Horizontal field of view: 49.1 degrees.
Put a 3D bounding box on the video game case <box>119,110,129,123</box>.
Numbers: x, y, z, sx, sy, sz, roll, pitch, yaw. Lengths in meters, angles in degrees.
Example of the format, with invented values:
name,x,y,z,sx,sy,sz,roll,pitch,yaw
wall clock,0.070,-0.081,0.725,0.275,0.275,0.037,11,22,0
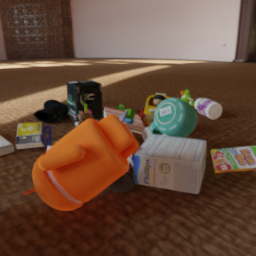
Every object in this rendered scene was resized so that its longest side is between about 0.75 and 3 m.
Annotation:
name,x,y,z,sx,sy,sz,roll,pitch,yaw
video game case,-0.450,0.003,11.641,0.133,0.999,1.399,33,52,-10

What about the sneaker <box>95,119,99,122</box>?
name,x,y,z,sx,sy,sz,roll,pitch,yaw
sneaker,-1.411,-0.037,12.837,0.491,0.668,1.477,-17,25,-31

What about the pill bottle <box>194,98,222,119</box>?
name,x,y,z,sx,sy,sz,roll,pitch,yaw
pill bottle,4.373,-1.123,15.552,0.933,0.933,1.662,-5,19,-14

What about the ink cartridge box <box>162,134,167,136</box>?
name,x,y,z,sx,sy,sz,roll,pitch,yaw
ink cartridge box,1.566,0.485,11.208,0.794,0.456,1.093,-30,2,34

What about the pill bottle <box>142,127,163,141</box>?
name,x,y,z,sx,sy,sz,roll,pitch,yaw
pill bottle,1.227,0.214,12.170,1.179,0.653,0.653,-11,22,-32

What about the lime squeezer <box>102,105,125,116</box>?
name,x,y,z,sx,sy,sz,roll,pitch,yaw
lime squeezer,-0.752,-1.058,16.087,0.884,0.472,2.503,10,23,27

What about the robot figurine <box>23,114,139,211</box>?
name,x,y,z,sx,sy,sz,roll,pitch,yaw
robot figurine,-1.170,0.907,7.035,2.906,1.694,2.090,-38,12,5

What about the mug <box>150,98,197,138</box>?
name,x,y,z,sx,sy,sz,roll,pitch,yaw
mug,1.541,-0.257,9.993,1.028,1.663,1.366,22,12,-48

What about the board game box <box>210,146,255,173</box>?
name,x,y,z,sx,sy,sz,roll,pitch,yaw
board game box,3.320,0.944,8.454,1.500,0.225,0.716,-5,59,4

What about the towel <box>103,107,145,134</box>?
name,x,y,z,sx,sy,sz,roll,pitch,yaw
towel,-0.239,-0.338,13.703,1.957,0.400,2.675,12,18,-11

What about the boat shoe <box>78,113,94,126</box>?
name,x,y,z,sx,sy,sz,roll,pitch,yaw
boat shoe,-1.624,-0.012,10.959,0.734,0.693,2.040,2,42,-6

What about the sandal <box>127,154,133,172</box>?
name,x,y,z,sx,sy,sz,roll,pitch,yaw
sandal,0.103,1.063,8.927,0.273,1.109,0.451,14,30,2

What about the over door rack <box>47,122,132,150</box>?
name,x,y,z,sx,sy,sz,roll,pitch,yaw
over door rack,-1.391,0.477,10.960,2.199,0.991,2.976,9,22,26

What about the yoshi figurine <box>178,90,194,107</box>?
name,x,y,z,sx,sy,sz,roll,pitch,yaw
yoshi figurine,3.443,-1.731,17.308,1.075,1.079,1.920,-17,23,0

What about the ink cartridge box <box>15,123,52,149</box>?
name,x,y,z,sx,sy,sz,roll,pitch,yaw
ink cartridge box,-3.832,0.278,11.453,1.347,0.317,1.332,-7,39,-12

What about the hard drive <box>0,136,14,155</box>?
name,x,y,z,sx,sy,sz,roll,pitch,yaw
hard drive,-6.051,0.654,11.392,1.771,0.353,2.686,-17,25,-39

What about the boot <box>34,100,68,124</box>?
name,x,y,z,sx,sy,sz,roll,pitch,yaw
boot,-4.271,-0.877,15.095,2.202,0.815,1.804,15,24,28

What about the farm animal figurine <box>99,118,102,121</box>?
name,x,y,z,sx,sy,sz,roll,pitch,yaw
farm animal figurine,-0.893,-0.156,13.576,0.994,0.500,0.803,-6,34,-35

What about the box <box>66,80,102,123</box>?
name,x,y,z,sx,sy,sz,roll,pitch,yaw
box,-2.267,-1.351,14.547,1.490,2.006,1.247,-12,23,-30

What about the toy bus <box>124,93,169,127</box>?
name,x,y,z,sx,sy,sz,roll,pitch,yaw
toy bus,1.363,-0.816,12.381,2.540,1.391,2.692,21,-18,-32

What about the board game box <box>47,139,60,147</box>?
name,x,y,z,sx,sy,sz,roll,pitch,yaw
board game box,-2.932,0.625,11.829,1.050,0.123,0.550,-12,21,-31

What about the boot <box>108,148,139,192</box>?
name,x,y,z,sx,sy,sz,roll,pitch,yaw
boot,-0.129,1.235,9.359,1.821,0.725,2.209,14,19,29

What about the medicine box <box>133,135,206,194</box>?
name,x,y,z,sx,sy,sz,roll,pitch,yaw
medicine box,1.408,1.084,9.105,2.034,1.047,1.852,6,20,19
